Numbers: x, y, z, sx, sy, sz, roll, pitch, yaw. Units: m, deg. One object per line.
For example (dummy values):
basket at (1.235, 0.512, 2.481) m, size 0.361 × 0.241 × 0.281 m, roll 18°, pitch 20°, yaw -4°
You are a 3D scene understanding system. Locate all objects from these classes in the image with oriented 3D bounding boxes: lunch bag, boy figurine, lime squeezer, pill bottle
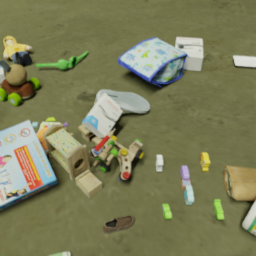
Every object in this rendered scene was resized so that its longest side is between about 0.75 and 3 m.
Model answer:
lunch bag at (1.054, -2.823, 12.376) m, size 2.386 × 1.521 × 2.029 m, roll -26°, pitch 50°, yaw -37°
boy figurine at (-5.548, -3.854, 13.998) m, size 1.418 × 0.735 × 2.280 m, roll -26°, pitch 52°, yaw -20°
lime squeezer at (-2.932, -3.149, 13.508) m, size 2.739 × 0.517 × 0.967 m, roll -24°, pitch 25°, yaw -26°
pill bottle at (4.082, 2.612, 7.119) m, size 1.978 × 1.115 × 1.115 m, roll 30°, pitch 52°, yaw 27°

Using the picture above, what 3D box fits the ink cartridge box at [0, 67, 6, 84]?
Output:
ink cartridge box at (-6.191, -2.346, 12.586) m, size 1.235 × 0.520 × 0.893 m, roll -15°, pitch 46°, yaw -15°

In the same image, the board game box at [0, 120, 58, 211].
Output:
board game box at (-3.499, 1.136, 8.321) m, size 2.086 × 0.595 × 2.130 m, roll -24°, pitch 73°, yaw -17°

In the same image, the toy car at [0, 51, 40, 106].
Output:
toy car at (-4.672, -2.122, 11.422) m, size 1.444 × 1.830 × 1.503 m, roll 18°, pitch 47°, yaw 18°

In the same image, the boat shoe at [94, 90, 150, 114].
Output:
boat shoe at (-0.237, -0.946, 10.862) m, size 2.217 × 0.688 × 0.798 m, roll 12°, pitch 56°, yaw -23°

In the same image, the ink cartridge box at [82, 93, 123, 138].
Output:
ink cartridge box at (-0.809, -0.485, 9.717) m, size 0.855 × 0.492 × 1.477 m, roll 41°, pitch 64°, yaw -20°

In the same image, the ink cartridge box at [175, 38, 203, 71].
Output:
ink cartridge box at (2.931, -3.643, 13.722) m, size 1.334 × 0.777 × 1.846 m, roll 7°, pitch 45°, yaw 7°

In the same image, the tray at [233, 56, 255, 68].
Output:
tray at (6.016, -3.164, 13.662) m, size 1.686 × 0.187 × 0.905 m, roll 5°, pitch 46°, yaw 5°

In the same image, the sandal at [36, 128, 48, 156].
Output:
sandal at (-3.130, 0.701, 9.332) m, size 0.878 × 0.657 × 2.292 m, roll 6°, pitch 48°, yaw 4°

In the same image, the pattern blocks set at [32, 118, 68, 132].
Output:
pattern blocks set at (-2.940, 0.031, 10.467) m, size 1.362 × 0.110 × 1.197 m, roll -9°, pitch 45°, yaw -8°

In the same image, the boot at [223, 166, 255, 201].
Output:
boot at (4.183, 2.002, 8.026) m, size 2.444 × 0.808 × 2.140 m, roll 3°, pitch 32°, yaw 2°

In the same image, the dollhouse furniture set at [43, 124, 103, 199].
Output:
dollhouse furniture set at (-1.206, 0.640, 9.026) m, size 1.992 × 1.252 × 2.252 m, roll -34°, pitch 54°, yaw -29°

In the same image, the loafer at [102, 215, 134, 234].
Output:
loafer at (-0.253, 2.627, 7.670) m, size 0.919 × 0.326 × 0.335 m, roll -17°, pitch 47°, yaw -16°

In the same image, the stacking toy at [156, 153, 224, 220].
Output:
stacking toy at (1.793, 1.703, 8.482) m, size 1.682 × 0.524 × 2.231 m, roll -2°, pitch 45°, yaw -2°

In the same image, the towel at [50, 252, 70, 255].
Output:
towel at (-1.978, 3.627, 6.793) m, size 1.300 × 0.152 × 0.992 m, roll -14°, pitch 46°, yaw -12°

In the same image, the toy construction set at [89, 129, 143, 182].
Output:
toy construction set at (-0.284, 0.614, 8.521) m, size 1.518 × 1.820 × 1.399 m, roll 31°, pitch 67°, yaw 23°
